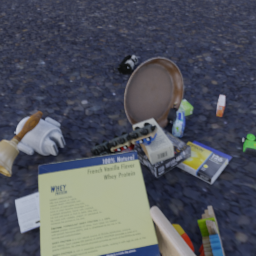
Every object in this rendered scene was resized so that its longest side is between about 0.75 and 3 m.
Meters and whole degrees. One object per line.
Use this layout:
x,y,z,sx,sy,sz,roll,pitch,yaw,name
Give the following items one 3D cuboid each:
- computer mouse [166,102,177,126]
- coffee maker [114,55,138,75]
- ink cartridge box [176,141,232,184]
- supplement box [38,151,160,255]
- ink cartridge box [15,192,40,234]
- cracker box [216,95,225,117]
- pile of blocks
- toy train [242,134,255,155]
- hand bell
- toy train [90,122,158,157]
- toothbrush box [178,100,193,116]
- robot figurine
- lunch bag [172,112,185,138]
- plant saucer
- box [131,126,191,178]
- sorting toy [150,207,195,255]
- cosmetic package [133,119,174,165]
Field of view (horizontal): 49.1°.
1.782,-0.599,10.874,0.304,1.321,0.928,21,80,11,computer mouse
-0.111,-3.402,14.970,1.039,0.728,1.081,12,41,14,coffee maker
2.652,1.080,10.002,1.570,0.373,1.588,25,50,33,ink cartridge box
-0.807,2.236,7.120,2.555,1.715,2.553,-8,60,-9,supplement box
-2.711,2.507,8.477,1.189,0.262,1.211,-16,45,-18,ink cartridge box
4.054,-0.964,12.256,0.246,0.571,0.852,11,41,13,cracker box
2.117,3.010,7.402,0.627,0.828,2.018,-17,32,15,pile of blocks
5.531,0.834,10.240,2.603,0.543,0.734,12,52,13,toy train
-3.576,0.311,9.132,1.188,1.188,2.281,19,57,21,hand bell
-0.154,0.528,9.285,2.925,0.670,0.499,-23,19,39,toy train
2.264,-0.816,12.226,0.894,0.385,0.651,-17,45,-17,toothbrush box
-3.283,0.276,10.351,2.007,1.134,1.702,22,49,24,robot figurine
1.999,-0.145,11.069,0.410,0.800,0.995,8,32,5,lunch bag
0.960,-1.260,10.849,2.904,2.904,0.466,-24,30,-26,plant saucer
1.004,0.733,10.056,1.561,0.493,1.980,-27,39,-23,box
1.387,3.082,6.057,0.467,2.558,2.368,-30,48,-14,sorting toy
0.832,0.426,9.525,0.840,0.568,1.598,-19,39,-8,cosmetic package
